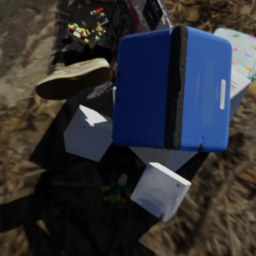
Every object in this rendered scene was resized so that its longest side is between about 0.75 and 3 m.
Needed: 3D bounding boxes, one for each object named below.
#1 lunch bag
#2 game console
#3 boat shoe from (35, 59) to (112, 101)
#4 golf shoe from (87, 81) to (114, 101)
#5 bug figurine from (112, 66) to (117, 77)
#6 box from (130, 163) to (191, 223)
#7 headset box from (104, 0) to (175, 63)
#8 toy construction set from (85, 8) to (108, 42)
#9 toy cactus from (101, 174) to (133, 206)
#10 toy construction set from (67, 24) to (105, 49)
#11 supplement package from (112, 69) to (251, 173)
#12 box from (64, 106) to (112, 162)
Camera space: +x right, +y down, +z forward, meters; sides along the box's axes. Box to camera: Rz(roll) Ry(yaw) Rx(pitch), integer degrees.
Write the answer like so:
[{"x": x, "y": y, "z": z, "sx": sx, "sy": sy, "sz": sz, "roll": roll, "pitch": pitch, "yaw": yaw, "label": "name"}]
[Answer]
[{"x": 3.584, "y": -2.311, "z": 9.899, "sx": 2.061, "sy": 0.990, "sz": 2.569, "roll": 27, "pitch": 61, "yaw": 18, "label": "lunch bag"}, {"x": 1.048, "y": -0.831, "z": 6.702, "sx": 2.318, "sy": 1.607, "sz": 2.716, "roll": 6, "pitch": 87, "yaw": -27, "label": "game console"}, {"x": -1.382, "y": -1.237, "z": 7.093, "sx": 1.935, "sy": 0.709, "sz": 0.606, "roll": -16, "pitch": 48, "yaw": -8, "label": "boat shoe"}, {"x": -0.914, "y": -1.173, "z": 8.720, "sx": 0.985, "sy": 0.358, "sz": 0.454, "roll": -35, "pitch": 100, "yaw": -27, "label": "golf shoe"}, {"x": 0.019, "y": -1.522, "z": 9.386, "sx": 1.296, "sy": 1.005, "sz": 0.334, "roll": 26, "pitch": 54, "yaw": 15, "label": "bug figurine"}, {"x": 0.600, "y": 1.161, "z": 5.148, "sx": 0.781, "sy": 0.511, "sz": 0.777, "roll": 30, "pitch": 94, "yaw": 24, "label": "box"}, {"x": 0.352, "y": -2.975, "z": 8.801, "sx": 1.035, "sy": 2.760, "sz": 2.051, "roll": -20, "pitch": 80, "yaw": -22, "label": "headset box"}, {"x": -1.171, "y": -3.632, "z": 10.143, "sx": 0.862, "sy": 1.122, "sz": 0.935, "roll": -31, "pitch": 36, "yaw": -26, "label": "toy construction set"}, {"x": -0.207, "y": 1.626, "z": 7.403, "sx": 0.964, "sy": 0.493, "sz": 0.796, "roll": 11, "pitch": 62, "yaw": 27, "label": "toy cactus"}, {"x": -1.741, "y": -3.672, "z": 10.923, "sx": 1.628, "sy": 0.750, "sz": 1.067, "roll": 22, "pitch": 48, "yaw": 14, "label": "toy construction set"}, {"x": 1.381, "y": -0.505, "z": 8.004, "sx": 2.912, "sy": 2.210, "sz": 2.194, "roll": -35, "pitch": 63, "yaw": -21, "label": "supplement package"}, {"x": -1.068, "y": 0.171, "z": 7.736, "sx": 1.049, "sy": 1.054, "sz": 0.903, "roll": 23, "pitch": 23, "yaw": -28, "label": "box"}]
